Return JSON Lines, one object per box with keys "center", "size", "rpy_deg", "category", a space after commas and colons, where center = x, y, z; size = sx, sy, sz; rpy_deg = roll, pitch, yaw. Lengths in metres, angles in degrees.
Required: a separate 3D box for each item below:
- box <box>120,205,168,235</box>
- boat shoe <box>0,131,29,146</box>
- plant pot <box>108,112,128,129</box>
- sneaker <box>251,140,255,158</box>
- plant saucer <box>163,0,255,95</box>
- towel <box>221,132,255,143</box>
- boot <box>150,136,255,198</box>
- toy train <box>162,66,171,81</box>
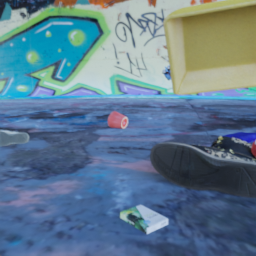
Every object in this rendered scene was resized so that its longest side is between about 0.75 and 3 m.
{"center": [0.295, 1.741, 5.388], "size": [0.561, 0.141, 0.777], "rpy_deg": [-8, 12, -39], "category": "box"}
{"center": [-5.086, 0.415, 11.735], "size": [1.706, 0.629, 0.547], "rpy_deg": [-2, 3, -36], "category": "boat shoe"}
{"center": [-0.533, -0.373, 15.598], "size": [0.831, 0.939, 0.939], "rpy_deg": [17, 17, 29], "category": "plant pot"}
{"center": [4.249, 1.102, 6.802], "size": [1.369, 0.929, 2.371], "rpy_deg": [26, 21, -35], "category": "sneaker"}
{"center": [2.376, -1.936, 6.537], "size": [2.892, 0.701, 2.893], "rpy_deg": [-6, -27, 11], "category": "plant saucer"}
{"center": [4.905, 0.465, 12.170], "size": [1.581, 0.392, 1.168], "rpy_deg": [-7, 6, -36], "category": "towel"}
{"center": [2.285, 0.849, 7.694], "size": [2.973, 1.088, 2.238], "rpy_deg": [8, 13, 21], "category": "boot"}
{"center": [1.744, -2.354, 12.000], "size": [0.469, 0.356, 0.820], "rpy_deg": [-30, -24, 17], "category": "toy train"}
